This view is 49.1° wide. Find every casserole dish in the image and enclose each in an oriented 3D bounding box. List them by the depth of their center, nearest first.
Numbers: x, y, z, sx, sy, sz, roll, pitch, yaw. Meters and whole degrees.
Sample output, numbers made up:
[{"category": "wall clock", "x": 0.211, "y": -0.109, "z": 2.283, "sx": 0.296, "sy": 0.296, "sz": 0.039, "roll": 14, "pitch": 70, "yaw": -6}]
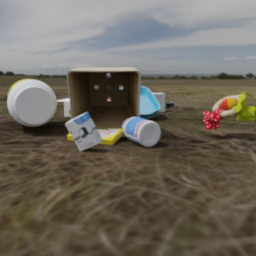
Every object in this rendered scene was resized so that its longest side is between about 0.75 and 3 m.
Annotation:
[{"category": "casserole dish", "x": 0.411, "y": -1.074, "z": 12.159, "sx": 1.554, "sy": 0.498, "sz": 2.565, "roll": -7, "pitch": 37, "yaw": -13}]

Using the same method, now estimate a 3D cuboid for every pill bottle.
[{"category": "pill bottle", "x": 0.294, "y": 0.067, "z": 7.591, "sx": 0.676, "sy": 0.676, "sz": 1.205, "roll": -5, "pitch": 13, "yaw": -26}, {"category": "pill bottle", "x": -3.277, "y": -0.874, "z": 9.490, "sx": 1.521, "sy": 1.521, "sz": 2.705, "roll": -4, "pitch": 11, "yaw": -22}]

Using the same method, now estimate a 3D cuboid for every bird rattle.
[{"category": "bird rattle", "x": 2.916, "y": -0.488, "z": 8.192, "sx": 1.479, "sy": 0.833, "sz": 1.205, "roll": -23, "pitch": 24, "yaw": 36}]

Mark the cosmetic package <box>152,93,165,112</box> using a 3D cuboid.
[{"category": "cosmetic package", "x": 1.324, "y": -1.273, "z": 14.082, "sx": 0.925, "sy": 0.928, "sz": 0.571, "roll": -4, "pitch": 12, "yaw": -23}]

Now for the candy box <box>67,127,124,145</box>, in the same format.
[{"category": "candy box", "x": -0.921, "y": 0.194, "z": 7.906, "sx": 1.440, "sy": 0.190, "sz": 0.736, "roll": 4, "pitch": 27, "yaw": 23}]

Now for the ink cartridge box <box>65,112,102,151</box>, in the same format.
[{"category": "ink cartridge box", "x": -1.062, "y": 0.101, "z": 6.708, "sx": 0.557, "sy": 0.768, "sz": 0.322, "roll": -23, "pitch": 11, "yaw": 26}]

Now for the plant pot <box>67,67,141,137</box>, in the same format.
[{"category": "plant pot", "x": -0.645, "y": -1.003, "z": 8.690, "sx": 1.998, "sy": 1.996, "sz": 1.769, "roll": 0, "pitch": 25, "yaw": 1}]

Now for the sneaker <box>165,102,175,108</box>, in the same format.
[{"category": "sneaker", "x": 2.216, "y": -1.275, "z": 15.648, "sx": 0.805, "sy": 0.306, "sz": 0.581, "roll": -8, "pitch": -1, "yaw": 6}]

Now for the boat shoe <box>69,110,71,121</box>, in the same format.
[{"category": "boat shoe", "x": -1.893, "y": -0.500, "z": 9.945, "sx": 0.445, "sy": 0.446, "sz": 1.236, "roll": 16, "pitch": 51, "yaw": 7}]

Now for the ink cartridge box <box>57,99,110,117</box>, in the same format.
[{"category": "ink cartridge box", "x": -2.008, "y": -0.885, "z": 12.531, "sx": 2.193, "sy": 0.740, "sz": 1.277, "roll": 4, "pitch": 11, "yaw": 12}]
